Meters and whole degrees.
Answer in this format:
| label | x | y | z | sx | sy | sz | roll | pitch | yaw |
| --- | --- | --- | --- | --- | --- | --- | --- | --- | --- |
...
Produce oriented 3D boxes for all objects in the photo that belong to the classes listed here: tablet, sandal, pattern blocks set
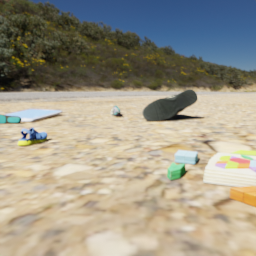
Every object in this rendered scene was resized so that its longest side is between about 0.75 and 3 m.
| label | x | y | z | sx | sy | sz | roll | pitch | yaw |
| --- | --- | --- | --- | --- | --- | --- | --- | --- | --- |
| tablet | -4.086 | -0.533 | 11.819 | 1.700 | 0.178 | 2.613 | 3 | 12 | 12 |
| sandal | -2.316 | 0.181 | 6.862 | 0.365 | 0.400 | 0.919 | -1 | 7 | 19 |
| pattern blocks set | 2.013 | 0.664 | 4.386 | 2.743 | 0.222 | 2.411 | 2 | 9 | 12 |

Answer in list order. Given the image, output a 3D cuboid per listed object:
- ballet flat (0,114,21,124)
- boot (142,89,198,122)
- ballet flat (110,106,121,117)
| label | x | y | z | sx | sy | sz | roll | pitch | yaw |
| --- | --- | --- | --- | --- | --- | --- | --- | --- | --- |
| ballet flat | -4.369 | -0.295 | 10.143 | 1.009 | 0.343 | 0.345 | 7 | 1 | -5 |
| boot | 1.530 | -0.744 | 11.607 | 2.361 | 0.852 | 1.783 | -23 | -4 | -13 |
| ballet flat | -0.586 | -0.729 | 12.464 | 0.465 | 0.465 | 1.294 | -1 | 9 | -4 |
